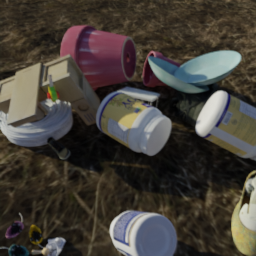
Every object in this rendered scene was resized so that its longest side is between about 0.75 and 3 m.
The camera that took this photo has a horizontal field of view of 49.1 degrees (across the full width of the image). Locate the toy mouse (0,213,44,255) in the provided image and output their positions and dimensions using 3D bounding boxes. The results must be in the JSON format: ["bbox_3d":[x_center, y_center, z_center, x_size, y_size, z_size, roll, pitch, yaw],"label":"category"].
[{"bbox_3d":[-2.858,2.933,7.293,1.139,0.248,1.282,-20,68,-33],"label":"toy mouse"}]

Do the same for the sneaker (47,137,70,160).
[{"bbox_3d":[-2.446,0.708,9.692,0.396,0.562,1.059,-50,41,-13],"label":"sneaker"}]

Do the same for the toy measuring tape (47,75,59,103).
[{"bbox_3d":[-2.382,-1.177,8.854,0.383,1.040,0.383,4,46,-4],"label":"toy measuring tape"}]

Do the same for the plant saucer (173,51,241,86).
[{"bbox_3d":[3.257,-2.332,11.539,2.731,0.526,2.731,-20,28,11],"label":"plant saucer"}]

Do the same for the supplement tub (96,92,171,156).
[{"bbox_3d":[0.184,-0.159,10.009,2.314,1.682,1.682,29,48,31],"label":"supplement tub"}]

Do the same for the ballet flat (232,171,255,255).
[{"bbox_3d":[3.521,2.210,7.861,0.942,0.942,2.664,18,44,20],"label":"ballet flat"}]

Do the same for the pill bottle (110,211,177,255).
[{"bbox_3d":[0.229,2.534,6.657,1.064,1.916,1.064,5,76,-21],"label":"pill bottle"}]

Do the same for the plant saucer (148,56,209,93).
[{"bbox_3d":[1.927,-2.026,11.370,2.771,0.533,2.771,23,23,-10],"label":"plant saucer"}]

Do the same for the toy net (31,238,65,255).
[{"bbox_3d":[-2.207,3.298,6.996,1.511,0.292,0.792,-31,49,-29],"label":"toy net"}]

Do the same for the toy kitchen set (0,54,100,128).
[{"bbox_3d":[-2.876,-0.548,10.371,2.988,2.696,2.438,-17,51,12],"label":"toy kitchen set"}]

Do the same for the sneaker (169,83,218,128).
[{"bbox_3d":[2.772,-1.241,11.799,1.592,1.062,2.779,26,52,19],"label":"sneaker"}]

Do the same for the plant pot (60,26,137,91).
[{"bbox_3d":[-1.109,-2.975,12.203,2.548,2.847,2.847,5,40,20],"label":"plant pot"}]

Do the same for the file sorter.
[{"bbox_3d":[0.380,-1.003,11.469,1.499,0.933,1.040,15,23,17],"label":"file sorter"}]

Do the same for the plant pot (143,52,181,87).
[{"bbox_3d":[1.628,-2.654,13.229,1.454,1.625,1.625,8,38,-16],"label":"plant pot"}]

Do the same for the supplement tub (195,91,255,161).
[{"bbox_3d":[3.689,-0.019,9.469,2.344,1.704,1.704,27,43,-2],"label":"supplement tub"}]

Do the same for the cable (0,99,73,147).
[{"bbox_3d":[-3.509,-0.406,10.838,2.733,0.946,2.734,-33,52,-28],"label":"cable"}]
